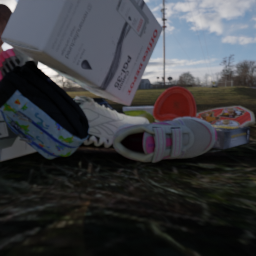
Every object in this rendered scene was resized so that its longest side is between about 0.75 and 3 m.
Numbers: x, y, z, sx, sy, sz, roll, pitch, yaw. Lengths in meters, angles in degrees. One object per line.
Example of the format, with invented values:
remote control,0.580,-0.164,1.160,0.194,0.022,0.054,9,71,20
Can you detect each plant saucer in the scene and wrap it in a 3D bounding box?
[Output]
plant saucer,-0.275,-0.323,10.703,2.575,0.400,2.575,-8,11,2

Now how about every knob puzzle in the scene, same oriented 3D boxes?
knob puzzle,3.387,-0.443,10.052,2.571,0.357,2.571,-11,20,4

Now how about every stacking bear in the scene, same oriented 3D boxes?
stacking bear,1.675,-0.650,10.704,1.469,1.376,2.420,15,-5,3

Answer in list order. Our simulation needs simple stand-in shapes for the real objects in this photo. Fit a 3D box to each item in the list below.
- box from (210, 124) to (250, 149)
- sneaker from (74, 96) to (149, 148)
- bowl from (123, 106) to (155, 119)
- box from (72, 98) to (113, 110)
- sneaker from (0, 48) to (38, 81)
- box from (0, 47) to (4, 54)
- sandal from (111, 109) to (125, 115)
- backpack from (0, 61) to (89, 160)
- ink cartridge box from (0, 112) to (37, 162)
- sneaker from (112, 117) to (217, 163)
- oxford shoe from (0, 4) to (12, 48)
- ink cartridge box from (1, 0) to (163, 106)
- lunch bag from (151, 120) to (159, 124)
box,2.132,0.169,7.751,1.485,0.453,1.874,-6,8,-43
sneaker,-0.821,-0.176,7.071,2.967,1.202,1.115,-1,17,-16
bowl,0.827,-0.833,15.629,1.898,0.710,1.901,-5,9,-36
box,-1.650,-0.833,13.004,1.729,0.470,2.158,-2,25,-24
sneaker,-2.681,-1.151,7.079,1.198,0.992,2.511,-13,-14,-43
box,-3.752,-1.484,7.030,1.449,0.688,0.563,-24,58,-20
sandal,-0.697,-0.069,8.283,0.536,0.841,2.238,-6,8,40
backpack,-1.500,-0.240,5.177,1.703,1.310,1.390,30,20,-14
ink cartridge box,-3.214,0.093,5.635,1.845,1.065,2.536,3,7,22
sneaker,0.637,0.290,5.426,2.109,0.858,0.930,-7,6,13
oxford shoe,-3.001,-2.024,5.954,0.851,2.345,0.835,-19,-49,35
ink cartridge box,-0.649,-1.949,5.718,1.209,2.140,2.922,23,-1,31
lunch bag,0.991,-0.168,11.009,0.817,0.315,0.655,19,13,39
